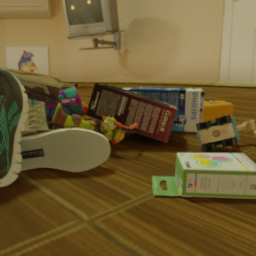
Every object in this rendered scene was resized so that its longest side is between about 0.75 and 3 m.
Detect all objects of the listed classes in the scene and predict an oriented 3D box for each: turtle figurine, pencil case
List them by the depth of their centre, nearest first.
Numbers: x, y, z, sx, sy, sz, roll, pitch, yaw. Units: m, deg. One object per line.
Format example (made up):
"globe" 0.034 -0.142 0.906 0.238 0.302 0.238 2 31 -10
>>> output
"turtle figurine" -1.049 0.026 8.207 2.227 0.889 2.762 15 -3 -11
"pencil case" -2.710 -0.658 8.985 2.474 1.053 1.143 -13 -4 -14

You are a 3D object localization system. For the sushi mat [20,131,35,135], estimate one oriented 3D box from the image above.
"sushi mat" -1.793 0.380 6.963 2.053 0.982 0.124 1 50 5

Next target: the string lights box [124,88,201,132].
"string lights box" 1.144 -0.691 10.252 2.855 1.467 0.842 4 12 15

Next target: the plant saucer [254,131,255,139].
"plant saucer" 4.654 0.357 7.155 2.649 0.496 2.649 1 5 0

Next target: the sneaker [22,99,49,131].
"sneaker" -2.658 -0.437 7.764 0.832 2.219 0.961 -8 -29 -18

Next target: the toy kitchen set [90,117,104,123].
"toy kitchen set" -1.025 -0.470 11.256 0.778 0.634 0.702 4 13 16

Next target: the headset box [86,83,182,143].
"headset box" 0.341 -0.492 8.738 2.739 1.058 2.038 18 10 7

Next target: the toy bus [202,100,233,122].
"toy bus" 3.326 -0.710 12.030 2.281 0.742 0.893 -5 21 -24

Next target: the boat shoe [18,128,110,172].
"boat shoe" -1.761 0.429 6.280 2.707 0.957 0.862 -2 14 -4

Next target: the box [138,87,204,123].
"box" 1.632 -0.864 11.078 2.592 1.427 0.450 2 29 12

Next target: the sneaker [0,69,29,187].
"sneaker" -2.469 -0.082 5.137 0.886 2.285 1.042 -7 -12 12

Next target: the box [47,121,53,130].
"box" -2.097 0.057 9.284 1.443 0.417 1.815 -8 15 -34

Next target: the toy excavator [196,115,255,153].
"toy excavator" 2.749 0.074 7.802 1.579 0.811 1.624 -16 -4 18

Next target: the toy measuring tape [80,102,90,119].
"toy measuring tape" -1.727 -0.831 12.344 2.153 0.792 0.792 -14 17 -32

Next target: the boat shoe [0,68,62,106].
"boat shoe" -2.625 -0.891 6.152 2.264 0.734 0.814 4 -1 -21

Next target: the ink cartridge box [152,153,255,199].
"ink cartridge box" 1.385 0.856 5.242 1.851 0.549 0.961 1 12 3
